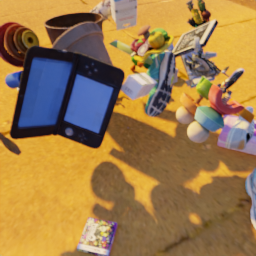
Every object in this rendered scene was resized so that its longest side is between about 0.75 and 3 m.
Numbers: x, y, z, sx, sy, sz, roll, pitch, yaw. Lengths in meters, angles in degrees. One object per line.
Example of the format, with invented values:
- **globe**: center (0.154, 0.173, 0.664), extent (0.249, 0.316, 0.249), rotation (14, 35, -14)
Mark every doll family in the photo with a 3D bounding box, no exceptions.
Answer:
- **doll family**: center (2.803, -4.118, 10.824), extent (0.918, 2.340, 1.353), rotation (-25, 74, 23)

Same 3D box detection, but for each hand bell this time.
- **hand bell**: center (-3.648, 0.161, 7.860), extent (1.660, 0.864, 0.864), rotation (46, 46, -13)

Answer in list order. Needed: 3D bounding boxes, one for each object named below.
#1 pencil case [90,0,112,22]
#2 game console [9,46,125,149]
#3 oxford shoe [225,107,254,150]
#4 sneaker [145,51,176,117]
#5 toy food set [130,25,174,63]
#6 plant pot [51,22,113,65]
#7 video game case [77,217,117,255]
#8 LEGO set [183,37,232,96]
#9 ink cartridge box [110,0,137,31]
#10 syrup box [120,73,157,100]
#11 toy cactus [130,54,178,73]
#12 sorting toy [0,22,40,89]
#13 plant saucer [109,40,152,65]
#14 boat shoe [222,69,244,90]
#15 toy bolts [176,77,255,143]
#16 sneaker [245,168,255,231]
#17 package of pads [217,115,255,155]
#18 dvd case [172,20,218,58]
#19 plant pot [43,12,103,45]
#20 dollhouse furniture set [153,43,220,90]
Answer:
- **pencil case**: center (-1.188, -5.072, 12.527), extent (1.839, 0.822, 0.715), rotation (-30, 57, 23)
- **game console**: center (-1.578, -0.630, 7.519), extent (2.262, 2.572, 1.497), rotation (21, 21, 1)
- **oxford shoe**: center (3.848, 0.040, 9.253), extent (0.652, 0.850, 2.259), rotation (18, 40, 28)
- **sneaker**: center (0.984, -1.499, 9.658), extent (0.953, 0.928, 2.394), rotation (7, 76, 34)
- **toy food set**: center (0.577, -2.797, 8.967), extent (1.265, 0.702, 2.150), rotation (-40, 25, -1)
- **plant pot**: center (-1.251, -2.090, 8.877), extent (1.882, 1.882, 1.641), rotation (-33, 84, -31)
- **video game case**: center (-0.871, 3.114, 8.030), extent (0.907, 0.179, 1.001), rotation (9, 43, 10)
- **LEGO set**: center (2.409, -1.642, 8.696), extent (0.706, 2.490, 1.617), rotation (-51, 26, -7)
- **ink cartridge box**: center (-0.169, -4.818, 11.180), extent (0.957, 1.651, 0.560), rotation (-18, 59, -10)
- **syrup box**: center (0.339, -1.281, 8.529), extent (0.532, 0.551, 1.352), rotation (40, 24, 10)
- **toy cactus**: center (1.261, -2.966, 14.161), extent (2.467, 1.529, 2.989), rotation (14, 38, -12)
- **sorting toy**: center (-3.011, -1.978, 9.039), extent (1.208, 2.942, 1.768), rotation (-1, 48, 37)
- **plant saucer**: center (0.167, -3.002, 11.031), extent (1.947, 0.302, 1.947), rotation (25, 15, -7)
- **boat shoe**: center (3.901, -1.769, 10.355), extent (0.335, 0.976, 0.276), rotation (22, 43, -26)
- **toy bolts**: center (1.970, -0.222, 6.517), extent (1.710, 1.241, 1.790), rotation (37, 17, -1)
- **sneaker**: center (4.186, 2.181, 8.371), extent (0.985, 1.095, 2.537), rotation (0, 42, 0)
- **package of pads**: center (4.583, 0.321, 10.640), extent (2.187, 0.827, 1.318), rotation (15, 47, 16)
- **dvd case**: center (2.246, -3.035, 9.695), extent (1.573, 0.195, 1.182), rotation (-4, 50, 56)
- **plant pot**: center (-2.011, -3.182, 11.430), extent (2.262, 2.420, 2.262), rotation (-3, 36, 2)
- **dollhouse furniture set**: center (2.292, -2.671, 10.850), extent (2.231, 1.456, 2.107), rotation (-18, 86, 0)
